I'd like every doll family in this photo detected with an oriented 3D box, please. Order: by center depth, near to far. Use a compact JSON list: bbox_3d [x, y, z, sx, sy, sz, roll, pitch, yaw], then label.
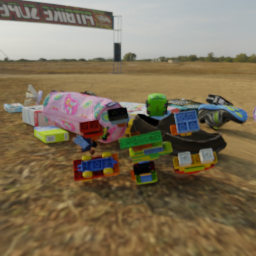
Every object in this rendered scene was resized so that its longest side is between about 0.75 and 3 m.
[{"bbox_3d":[-0.764,0.231,6.175,0.977,0.565,0.384,-45,-9,-22],"label":"doll family"}]

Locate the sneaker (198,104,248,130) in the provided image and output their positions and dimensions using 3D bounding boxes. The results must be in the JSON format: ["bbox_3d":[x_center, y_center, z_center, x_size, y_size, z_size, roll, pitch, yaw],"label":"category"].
[{"bbox_3d":[2.983,-0.307,8.935,0.700,0.819,1.976,3,5,-26],"label":"sneaker"}]

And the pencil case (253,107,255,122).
[{"bbox_3d":[5.355,-0.616,9.926,2.260,0.966,0.948,-8,-4,-37],"label":"pencil case"}]

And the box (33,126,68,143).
[{"bbox_3d":[-2.265,0.172,8.139,0.690,0.270,1.131,-8,14,-33],"label":"box"}]

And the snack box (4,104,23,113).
[{"bbox_3d":[-5.205,-0.913,12.754,0.690,0.220,1.189,-8,16,-30],"label":"snack box"}]

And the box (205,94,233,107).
[{"bbox_3d":[3.874,-1.056,11.898,0.887,0.382,0.726,25,2,-29],"label":"box"}]

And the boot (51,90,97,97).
[{"bbox_3d":[-2.689,-1.497,13.984,2.100,0.769,1.582,15,21,38],"label":"boot"}]

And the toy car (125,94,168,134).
[{"bbox_3d":[0.803,-0.418,7.766,2.233,0.498,2.102,0,-25,4],"label":"toy car"}]

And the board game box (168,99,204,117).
[{"bbox_3d":[2.377,-0.912,12.405,1.852,0.386,2.738,-5,15,-20],"label":"board game box"}]

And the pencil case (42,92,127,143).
[{"bbox_3d":[-1.369,-0.376,8.244,2.830,1.237,1.237,16,21,41],"label":"pencil case"}]

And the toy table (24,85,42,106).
[{"bbox_3d":[-4.683,-1.517,13.835,0.679,1.066,1.159,14,-3,-24],"label":"toy table"}]

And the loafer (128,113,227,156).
[{"bbox_3d":[1.117,0.105,7.014,2.606,0.930,0.951,7,16,28],"label":"loafer"}]

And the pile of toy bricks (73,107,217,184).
[{"bbox_3d":[0.288,0.443,5.567,2.575,1.429,1.271,-9,-23,5],"label":"pile of toy bricks"}]

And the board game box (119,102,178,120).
[{"bbox_3d":[0.241,-0.479,10.293,2.595,0.523,1.986,10,17,34],"label":"board game box"}]

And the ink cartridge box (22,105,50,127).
[{"bbox_3d":[-3.047,-0.436,10.022,1.006,0.571,1.380,-12,18,-40],"label":"ink cartridge box"}]
